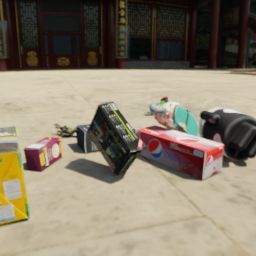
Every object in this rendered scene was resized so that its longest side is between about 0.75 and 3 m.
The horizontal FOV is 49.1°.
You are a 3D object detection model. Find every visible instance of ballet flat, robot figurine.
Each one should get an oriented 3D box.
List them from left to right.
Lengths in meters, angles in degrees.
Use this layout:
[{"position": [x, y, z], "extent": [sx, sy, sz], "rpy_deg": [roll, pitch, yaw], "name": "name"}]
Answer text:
[{"position": [1.701, -0.266, 9.861], "extent": [0.909, 1.076, 2.845], "rpy_deg": [6, -14, 30], "name": "ballet flat"}, {"position": [3.280, 0.136, 9.019], "extent": [1.466, 1.765, 2.349], "rpy_deg": [-19, 18, -10], "name": "robot figurine"}]

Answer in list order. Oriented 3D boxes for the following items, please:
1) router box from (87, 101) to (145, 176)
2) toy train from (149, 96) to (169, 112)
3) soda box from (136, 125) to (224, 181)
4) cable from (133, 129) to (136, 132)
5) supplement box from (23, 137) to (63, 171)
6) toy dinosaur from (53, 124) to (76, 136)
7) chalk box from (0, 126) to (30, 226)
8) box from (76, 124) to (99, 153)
[{"position": [-0.386, 0.288, 7.583], "extent": [0.509, 1.229, 1.640], "rpy_deg": [-18, 63, -37], "name": "router box"}, {"position": [1.621, -1.137, 15.247], "extent": [1.067, 0.781, 1.845], "rpy_deg": [-16, 1, -3], "name": "toy train"}, {"position": [1.427, 0.639, 8.425], "extent": [0.945, 0.856, 2.698], "rpy_deg": [-13, 21, -39], "name": "soda box"}, {"position": [-0.200, 0.065, 11.608], "extent": [1.019, 0.256, 0.495], "rpy_deg": [3, 18, 12], "name": "cable"}, {"position": [-2.494, 0.744, 8.351], "extent": [0.519, 0.668, 1.211], "rpy_deg": [1, 15, 17], "name": "supplement box"}, {"position": [-2.449, 0.133, 11.081], "extent": [1.394, 0.537, 0.713], "rpy_deg": [1, -13, 36], "name": "toy dinosaur"}, {"position": [-3.136, 0.919, 6.206], "extent": [1.545, 1.534, 2.475], "rpy_deg": [-8, 16, -21], "name": "chalk box"}, {"position": [-1.003, 0.302, 9.831], "extent": [1.426, 0.744, 1.055], "rpy_deg": [-7, 17, -24], "name": "box"}]
